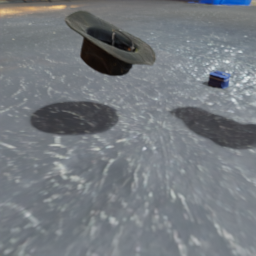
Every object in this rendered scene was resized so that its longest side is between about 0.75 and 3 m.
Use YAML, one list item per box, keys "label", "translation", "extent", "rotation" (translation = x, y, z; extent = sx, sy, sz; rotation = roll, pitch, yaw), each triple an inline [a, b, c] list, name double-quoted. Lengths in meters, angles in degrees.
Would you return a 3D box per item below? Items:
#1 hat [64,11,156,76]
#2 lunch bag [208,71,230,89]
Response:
- label: "hat"
  translation: [-0.543, -1.962, 7.198]
  extent: [2.451, 0.989, 2.451]
  rotation: [21, 34, -15]
- label: "lunch bag"
  translation: [3.491, -1.908, 10.793]
  extent: [0.550, 0.536, 0.810]
  rotation: [-25, 39, -37]
